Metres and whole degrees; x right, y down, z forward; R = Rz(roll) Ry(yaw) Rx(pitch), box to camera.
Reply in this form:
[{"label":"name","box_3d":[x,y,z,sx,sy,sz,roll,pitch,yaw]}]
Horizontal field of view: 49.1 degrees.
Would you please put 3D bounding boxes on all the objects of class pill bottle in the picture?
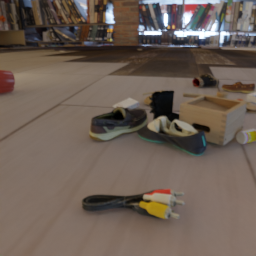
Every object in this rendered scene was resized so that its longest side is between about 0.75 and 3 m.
[{"label":"pill bottle","box_3d":[4.107,0.271,9.483,0.828,0.432,0.432,-10,23,-24]}]

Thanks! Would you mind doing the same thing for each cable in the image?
[{"label":"cable","box_3d":[0.117,1.498,6.061,2.193,0.552,1.065,6,22,15]}]

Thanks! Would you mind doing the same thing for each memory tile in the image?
[{"label":"memory tile","box_3d":[4.624,-1.052,13.268,2.631,0.221,2.017,-1,21,-3]}]

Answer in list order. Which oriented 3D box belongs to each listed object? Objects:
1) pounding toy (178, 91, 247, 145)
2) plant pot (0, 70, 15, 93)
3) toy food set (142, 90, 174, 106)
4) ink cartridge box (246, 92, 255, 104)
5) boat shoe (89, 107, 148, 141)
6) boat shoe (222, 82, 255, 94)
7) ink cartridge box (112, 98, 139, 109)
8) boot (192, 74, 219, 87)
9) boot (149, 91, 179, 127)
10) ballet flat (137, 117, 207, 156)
[{"label":"pounding toy","box_3d":[2.996,-0.504,10.357,2.396,1.248,2.728,17,27,38]},{"label":"plant pot","box_3d":[-7.346,-2.601,15.712,1.565,1.609,1.609,-8,21,-42]},{"label":"toy food set","box_3d":[1.456,-1.299,13.846,1.348,0.392,1.953,-9,27,-3]},{"label":"ink cartridge box","box_3d":[6.650,-1.563,14.381,1.122,0.381,0.651,-16,26,-36]},{"label":"boat shoe","box_3d":[-0.230,-0.312,10.257,1.004,0.889,2.743,24,34,34]},{"label":"boat shoe","box_3d":[6.397,-2.395,16.238,1.835,0.620,0.660,11,23,27]},{"label":"ink cartridge box","box_3d":[-0.115,-1.047,13.391,1.049,0.263,0.850,-29,31,-19]},{"label":"boot","box_3d":[4.736,-3.007,17.858,1.377,0.669,1.829,-6,28,-17]},{"label":"boot","box_3d":[1.595,-0.723,10.647,1.698,1.392,0.628,-8,15,-18]},{"label":"ballet flat","box_3d":[1.382,0.104,9.235,2.640,0.965,0.965,18,27,40]}]
